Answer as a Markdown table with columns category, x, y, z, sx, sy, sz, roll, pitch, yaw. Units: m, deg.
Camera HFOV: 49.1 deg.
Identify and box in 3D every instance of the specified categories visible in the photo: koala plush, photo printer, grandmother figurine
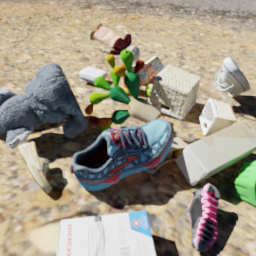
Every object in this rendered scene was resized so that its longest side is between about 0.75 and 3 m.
| category | x | y | z | sx | sy | sz | roll | pitch | yaw |
| --- | --- | --- | --- | --- | --- | --- | --- | --- | --- |
| koala plush | -2.850 | -0.644 | 8.592 | 2.474 | 2.273 | 2.194 | -25 | 73 | -7 |
| photo printer | -1.596 | -2.327 | 12.406 | 1.055 | 0.366 | 0.878 | 20 | 40 | 15 |
| grandmother figurine | -0.364 | -2.967 | 9.841 | 2.004 | 0.607 | 1.215 | 38 | 88 | 19 |

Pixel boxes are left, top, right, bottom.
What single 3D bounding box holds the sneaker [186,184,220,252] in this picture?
| category | x | y | z | sx | sy | sz | roll | pitch | yaw |
| --- | --- | --- | --- | --- | --- | --- | --- | --- | --- |
| sneaker | 1.609 | 2.031 | 6.345 | 0.727 | 0.602 | 1.524 | -25 | 33 | 46 |

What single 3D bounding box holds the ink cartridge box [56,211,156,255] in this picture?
| category | x | y | z | sx | sy | sz | roll | pitch | yaw |
| --- | --- | --- | --- | --- | --- | --- | --- | --- | --- |
| ink cartridge box | -0.430 | 2.481 | 5.532 | 1.829 | 0.770 | 1.322 | -4 | 36 | -5 |

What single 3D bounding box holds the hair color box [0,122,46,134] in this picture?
| category | x | y | z | sx | sy | sz | roll | pitch | yaw |
| --- | --- | --- | --- | --- | --- | --- | --- | --- | --- |
| hair color box | -3.847 | -0.480 | 9.809 | 2.137 | 0.648 | 1.058 | -17 | 38 | -21 |

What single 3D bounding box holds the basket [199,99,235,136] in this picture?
| category | x | y | z | sx | sy | sz | roll | pitch | yaw |
| --- | --- | --- | --- | --- | --- | --- | --- | --- | --- |
| basket | 2.900 | -0.302 | 9.166 | 0.739 | 0.919 | 0.910 | 7 | 45 | -8 |

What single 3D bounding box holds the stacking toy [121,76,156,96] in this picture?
| category | x | y | z | sx | sy | sz | roll | pitch | yaw |
| --- | --- | --- | --- | --- | --- | --- | --- | --- | --- |
| stacking toy | 0.839 | -2.166 | 11.910 | 1.909 | 0.891 | 2.109 | 14 | 37 | 18 |

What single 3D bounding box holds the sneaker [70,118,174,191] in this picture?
| category | x | y | z | sx | sy | sz | roll | pitch | yaw |
| --- | --- | --- | --- | --- | --- | --- | --- | --- | --- |
| sneaker | -0.096 | 0.563 | 7.038 | 2.893 | 1.382 | 1.147 | -31 | 55 | -5 |

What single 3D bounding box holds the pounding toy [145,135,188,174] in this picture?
| category | x | y | z | sx | sy | sz | roll | pitch | yaw |
| --- | --- | --- | --- | --- | --- | --- | --- | --- | --- |
| pounding toy | 0.843 | 0.567 | 7.977 | 1.805 | 1.036 | 1.032 | -4 | 39 | -10 |

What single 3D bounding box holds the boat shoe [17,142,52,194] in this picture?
| category | x | y | z | sx | sy | sz | roll | pitch | yaw |
| --- | --- | --- | --- | --- | --- | --- | --- | --- | --- |
| boat shoe | -2.377 | 0.997 | 7.453 | 0.548 | 0.584 | 1.584 | -29 | 67 | -20 |

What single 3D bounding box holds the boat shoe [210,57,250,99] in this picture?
| category | x | y | z | sx | sy | sz | roll | pitch | yaw |
| --- | --- | --- | --- | --- | --- | --- | --- | --- | --- |
| boat shoe | 3.646 | -1.652 | 10.328 | 2.880 | 1.228 | 1.064 | 8 | 51 | -63 |

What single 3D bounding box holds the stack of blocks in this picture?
| category | x | y | z | sx | sy | sz | roll | pitch | yaw |
| --- | --- | --- | --- | --- | --- | --- | --- | --- | --- |
| stack of blocks | 0.644 | -2.243 | 10.958 | 1.405 | 0.809 | 0.411 | -37 | 14 | -7 |

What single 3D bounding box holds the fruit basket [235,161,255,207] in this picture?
| category | x | y | z | sx | sy | sz | roll | pitch | yaw |
| --- | --- | --- | --- | --- | --- | --- | --- | --- | --- |
| fruit basket | 3.409 | 1.439 | 7.057 | 1.210 | 0.873 | 1.210 | -13 | 25 | 6 |

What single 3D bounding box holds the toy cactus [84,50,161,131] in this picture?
| category | x | y | z | sx | sy | sz | roll | pitch | yaw |
| --- | --- | --- | --- | --- | --- | --- | --- | --- | --- |
| toy cactus | -0.053 | -0.862 | 8.795 | 2.409 | 2.920 | 1.493 | 34 | 25 | 17 |

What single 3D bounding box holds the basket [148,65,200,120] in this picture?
| category | x | y | z | sx | sy | sz | roll | pitch | yaw |
| --- | --- | --- | --- | --- | --- | --- | --- | --- | --- |
| basket | 1.732 | -1.344 | 10.372 | 1.494 | 1.212 | 1.507 | 26 | 44 | 19 |

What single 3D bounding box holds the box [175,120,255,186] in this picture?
| category | x | y | z | sx | sy | sz | roll | pitch | yaw |
| --- | --- | --- | --- | --- | --- | --- | --- | --- | --- |
| box | 2.505 | 0.663 | 7.690 | 2.202 | 1.046 | 0.856 | -20 | 66 | -27 |
